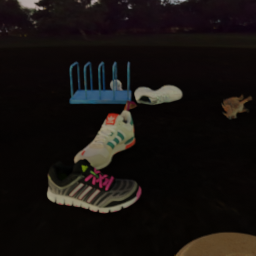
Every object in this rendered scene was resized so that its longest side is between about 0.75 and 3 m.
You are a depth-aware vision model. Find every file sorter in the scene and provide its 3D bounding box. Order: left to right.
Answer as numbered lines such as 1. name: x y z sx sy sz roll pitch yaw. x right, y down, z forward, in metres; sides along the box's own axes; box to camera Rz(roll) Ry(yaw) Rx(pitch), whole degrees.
1. file sorter: -1.317 -2.296 13.938 2.895 1.776 2.009 0 20 1

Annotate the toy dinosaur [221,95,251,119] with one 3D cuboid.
1. toy dinosaur: 4.453 -0.975 11.978 1.207 0.764 1.781 -6 15 3

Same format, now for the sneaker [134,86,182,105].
1. sneaker: 1.421 -1.427 13.271 2.268 0.845 0.988 -4 31 8

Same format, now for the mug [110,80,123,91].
1. mug: -0.583 -2.200 15.400 0.779 0.575 0.683 37 -6 8

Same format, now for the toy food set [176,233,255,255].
1. toy food set: 1.641 2.227 3.674 2.270 0.552 2.247 0 21 -1

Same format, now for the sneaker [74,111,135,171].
1. sneaker: -0.641 0.245 7.980 0.904 1.200 2.567 12 24 30

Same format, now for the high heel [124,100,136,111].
1. high heel: 0.127 -0.930 12.430 0.496 0.348 1.031 24 31 -7

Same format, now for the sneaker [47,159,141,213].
1. sneaker: -0.798 1.130 5.857 2.116 0.926 0.781 2 25 17
